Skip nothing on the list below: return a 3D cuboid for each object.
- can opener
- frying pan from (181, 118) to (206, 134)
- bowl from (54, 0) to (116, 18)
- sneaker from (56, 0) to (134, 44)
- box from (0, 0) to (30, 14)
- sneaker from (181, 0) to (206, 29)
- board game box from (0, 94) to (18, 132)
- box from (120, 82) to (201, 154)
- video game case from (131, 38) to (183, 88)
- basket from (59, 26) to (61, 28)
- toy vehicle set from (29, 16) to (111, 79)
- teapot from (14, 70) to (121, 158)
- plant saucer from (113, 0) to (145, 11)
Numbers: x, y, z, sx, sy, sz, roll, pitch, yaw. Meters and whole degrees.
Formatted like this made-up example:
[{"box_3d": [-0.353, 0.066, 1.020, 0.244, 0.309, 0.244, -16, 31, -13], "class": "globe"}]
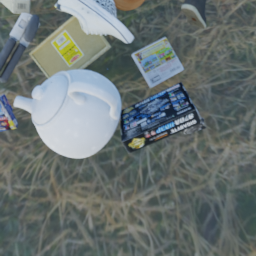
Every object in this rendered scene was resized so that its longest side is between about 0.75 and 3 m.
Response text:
[{"box_3d": [-3.622, -2.602, 9.027, 0.645, 0.809, 2.418, 29, 88, -30], "class": "can opener"}, {"box_3d": [1.972, 0.041, 8.407, 0.775, 1.281, 0.208, -28, 64, 10], "class": "frying pan"}, {"box_3d": [-1.202, -4.008, 8.869, 2.066, 2.066, 0.970, 21, 112, 7], "class": "bowl"}, {"box_3d": [-0.902, -2.950, 7.786, 2.308, 0.843, 0.817, 30, 106, -26], "class": "sneaker"}, {"box_3d": [-4.019, -4.498, 9.834, 0.610, 0.508, 1.484, -17, 46, -39], "class": "box"}, {"box_3d": [2.275, -3.822, 8.870, 0.649, 1.735, 0.921, 26, 97, 23], "class": "sneaker"}, {"box_3d": [-3.300, -0.326, 6.937, 0.867, 0.867, 0.268, -9, 32, 10], "class": "board game box"}, {"box_3d": [0.778, -0.324, 7.724, 2.078, 0.478, 1.652, -25, 31, 11], "class": "box"}, {"box_3d": [0.929, -2.036, 8.708, 1.291, 0.148, 1.175, -31, 92, -15], "class": "video game case"}, {"box_3d": [-2.300, -3.994, 11.761, 0.745, 0.714, 1.000, -35, 74, -10], "class": "basket"}, {"box_3d": [-1.957, -2.596, 9.384, 2.368, 0.314, 1.471, -34, 98, 13], "class": "toy vehicle set"}, {"box_3d": [-1.654, -0.571, 7.729, 2.781, 2.031, 2.745, -44, 45, 16], "class": "teapot"}, {"box_3d": [-0.005, -5.263, 9.683, 2.228, 2.228, 0.417, -46, 38, -15], "class": "plant saucer"}]
